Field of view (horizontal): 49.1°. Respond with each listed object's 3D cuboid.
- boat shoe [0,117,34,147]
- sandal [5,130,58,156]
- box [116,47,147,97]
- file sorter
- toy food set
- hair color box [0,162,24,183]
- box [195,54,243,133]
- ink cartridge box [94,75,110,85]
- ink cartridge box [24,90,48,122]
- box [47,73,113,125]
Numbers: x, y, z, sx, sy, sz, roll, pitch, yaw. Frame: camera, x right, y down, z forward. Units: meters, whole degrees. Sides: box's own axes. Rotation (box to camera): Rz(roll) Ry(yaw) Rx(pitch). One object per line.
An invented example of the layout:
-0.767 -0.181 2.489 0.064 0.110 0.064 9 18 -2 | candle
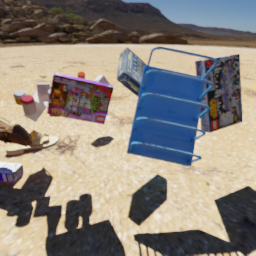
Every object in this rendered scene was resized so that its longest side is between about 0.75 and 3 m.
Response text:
-4.187 0.274 9.914 2.144 0.772 0.724 19 46 31 | boat shoe
-4.210 0.480 12.411 2.403 0.790 0.881 -18 29 -35 | sandal
0.312 -2.063 10.832 1.525 0.493 1.933 36 35 -27 | box
1.219 -0.550 7.965 1.992 2.871 1.761 12 -11 1 | file sorter
-2.717 -1.209 9.747 2.609 1.174 1.245 -1 48 -8 | toy food set
-4.626 1.611 10.284 1.299 0.421 0.710 2 23 10 | hair color box
3.230 -1.227 9.825 1.702 2.486 0.496 -16 15 -27 | box
-1.431 -2.025 14.024 0.428 0.735 1.017 3 51 42 | ink cartridge box
-3.503 -1.103 11.088 0.538 0.912 1.585 31 32 -24 | ink cartridge box
-1.502 -0.888 8.769 1.859 1.272 0.364 10 21 -14 | box
